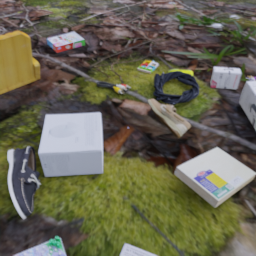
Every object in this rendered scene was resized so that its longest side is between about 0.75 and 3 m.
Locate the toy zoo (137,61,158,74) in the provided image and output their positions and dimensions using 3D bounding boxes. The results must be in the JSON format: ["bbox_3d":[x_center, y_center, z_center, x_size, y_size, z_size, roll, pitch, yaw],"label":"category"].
[{"bbox_3d":[0.985,-2.962,13.468,0.698,0.109,1.065,19,45,21],"label":"toy zoo"}]

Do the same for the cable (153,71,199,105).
[{"bbox_3d":[2.013,-1.613,11.673,1.910,0.595,2.341,5,39,-2],"label":"cable"}]

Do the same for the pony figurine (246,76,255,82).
[{"bbox_3d":[5.585,-1.877,11.833,0.987,0.851,1.022,-7,56,5],"label":"pony figurine"}]

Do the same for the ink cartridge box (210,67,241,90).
[{"bbox_3d":[4.156,-2.123,11.971,1.110,0.808,0.471,7,42,8],"label":"ink cartridge box"}]

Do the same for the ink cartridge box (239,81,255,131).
[{"bbox_3d":[5.415,-0.561,9.962,1.908,1.111,2.620,-2,43,-3],"label":"ink cartridge box"}]

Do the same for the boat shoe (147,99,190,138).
[{"bbox_3d":[1.314,-0.428,9.200,0.606,0.669,1.878,-39,52,1],"label":"boat shoe"}]

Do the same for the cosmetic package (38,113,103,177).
[{"bbox_3d":[-1.690,0.488,8.756,1.779,1.094,1.773,-3,41,-4],"label":"cosmetic package"}]

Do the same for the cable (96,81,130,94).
[{"bbox_3d":[-0.601,-1.830,11.946,1.613,0.406,0.783,29,46,29],"label":"cable"}]

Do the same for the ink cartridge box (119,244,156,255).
[{"bbox_3d":[0.216,3.739,5.117,1.748,0.978,2.562,15,41,16],"label":"ink cartridge box"}]

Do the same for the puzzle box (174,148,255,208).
[{"bbox_3d":[2.508,1.309,7.997,2.146,0.273,1.428,-16,43,-39],"label":"puzzle box"}]

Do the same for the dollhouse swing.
[{"bbox_3d":[-5.505,-2.862,11.520,2.893,2.544,2.629,-30,50,-29],"label":"dollhouse swing"}]

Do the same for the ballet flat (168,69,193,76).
[{"bbox_3d":[2.382,-2.427,12.690,1.133,0.379,0.380,1,55,-2],"label":"ballet flat"}]

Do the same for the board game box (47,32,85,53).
[{"bbox_3d":[-3.395,-4.688,15.268,1.672,0.337,1.279,-24,46,-25],"label":"board game box"}]

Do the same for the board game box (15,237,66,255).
[{"bbox_3d":[-2.048,3.313,6.219,1.465,0.190,1.465,-18,44,-18],"label":"board game box"}]

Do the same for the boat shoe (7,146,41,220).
[{"bbox_3d":[-2.873,1.411,7.899,0.762,0.933,2.526,-18,36,-13],"label":"boat shoe"}]
